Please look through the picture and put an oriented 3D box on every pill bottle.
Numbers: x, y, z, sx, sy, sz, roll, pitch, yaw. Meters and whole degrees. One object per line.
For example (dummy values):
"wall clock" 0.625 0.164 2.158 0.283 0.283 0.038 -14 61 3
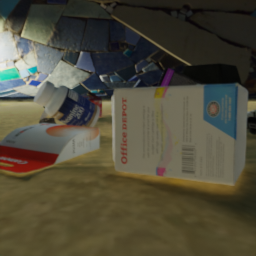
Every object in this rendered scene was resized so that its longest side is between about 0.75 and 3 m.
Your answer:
"pill bottle" -1.621 -0.569 7.440 1.592 0.883 0.883 31 -8 -28

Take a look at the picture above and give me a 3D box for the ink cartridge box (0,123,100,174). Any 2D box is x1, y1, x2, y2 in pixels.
"ink cartridge box" -1.734 0.275 5.178 1.620 0.501 1.997 5 8 29

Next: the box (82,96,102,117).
"box" -1.958 -0.942 12.388 1.567 0.781 0.748 -1 22 -13

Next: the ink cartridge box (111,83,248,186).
"ink cartridge box" 0.693 0.012 4.203 1.915 1.231 1.199 3 6 29

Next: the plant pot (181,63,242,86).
"plant pot" 3.706 -1.696 12.816 2.599 2.306 2.593 6 10 43

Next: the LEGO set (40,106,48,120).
"LEGO set" -2.107 -0.347 9.509 1.879 0.461 1.403 21 6 -4

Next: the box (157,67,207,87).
"box" 1.759 -0.952 8.907 1.849 1.322 0.334 23 7 1

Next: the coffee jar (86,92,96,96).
"coffee jar" -2.022 -1.339 14.076 0.433 1.014 0.529 34 -3 -22

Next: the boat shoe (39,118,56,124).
"boat shoe" -2.732 -0.239 9.513 0.369 0.314 1.103 -6 10 -37

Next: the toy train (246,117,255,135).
"toy train" 2.998 -0.155 7.926 0.376 0.505 2.204 -38 23 -21

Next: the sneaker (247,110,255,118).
"sneaker" 3.591 -0.270 9.092 1.685 0.633 0.683 0 -4 -34
